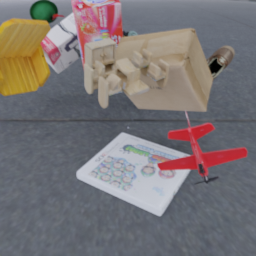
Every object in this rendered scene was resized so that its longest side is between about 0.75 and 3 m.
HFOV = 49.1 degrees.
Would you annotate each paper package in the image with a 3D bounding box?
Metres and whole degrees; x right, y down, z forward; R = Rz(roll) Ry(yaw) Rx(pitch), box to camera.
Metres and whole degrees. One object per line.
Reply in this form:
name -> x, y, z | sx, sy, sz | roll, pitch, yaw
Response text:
paper package -> 0.981, -1.520, 8.053 | 2.384, 2.272, 1.233 | 5, 64, 34

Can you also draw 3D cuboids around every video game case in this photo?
video game case -> 0.309, 1.233, 8.703 | 2.833, 0.336, 2.578 | 18, 36, 26

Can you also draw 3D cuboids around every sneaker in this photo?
sneaker -> 2.493, -1.776, 8.813 | 0.697, 1.979, 0.748 | 40, 60, 4

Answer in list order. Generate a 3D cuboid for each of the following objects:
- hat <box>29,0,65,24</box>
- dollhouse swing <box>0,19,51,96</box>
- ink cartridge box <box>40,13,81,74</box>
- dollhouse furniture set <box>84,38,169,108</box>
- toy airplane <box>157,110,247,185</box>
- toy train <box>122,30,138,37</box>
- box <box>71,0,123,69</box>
hat -> -2.764, -3.637, 9.476 | 0.966, 1.166, 1.027 | -7, 63, -22
dollhouse swing -> -3.482, -2.341, 9.504 | 1.872, 1.935, 2.129 | -15, 5, 36
ink cartridge box -> -2.524, -3.512, 11.604 | 2.128, 1.540, 0.897 | -41, 76, -11
dollhouse furniture set -> -0.268, -1.109, 6.358 | 1.588, 1.125, 1.729 | -23, 49, -29
toy airplane -> 1.307, 0.454, 5.189 | 1.751, 1.751, 0.322 | 4, 37, 7
toy train -> 0.251, -2.967, 11.402 | 1.171, 2.055, 0.876 | -55, 21, -23
box -> -0.961, -2.953, 9.473 | 1.424, 2.857, 1.364 | -11, 46, -8
